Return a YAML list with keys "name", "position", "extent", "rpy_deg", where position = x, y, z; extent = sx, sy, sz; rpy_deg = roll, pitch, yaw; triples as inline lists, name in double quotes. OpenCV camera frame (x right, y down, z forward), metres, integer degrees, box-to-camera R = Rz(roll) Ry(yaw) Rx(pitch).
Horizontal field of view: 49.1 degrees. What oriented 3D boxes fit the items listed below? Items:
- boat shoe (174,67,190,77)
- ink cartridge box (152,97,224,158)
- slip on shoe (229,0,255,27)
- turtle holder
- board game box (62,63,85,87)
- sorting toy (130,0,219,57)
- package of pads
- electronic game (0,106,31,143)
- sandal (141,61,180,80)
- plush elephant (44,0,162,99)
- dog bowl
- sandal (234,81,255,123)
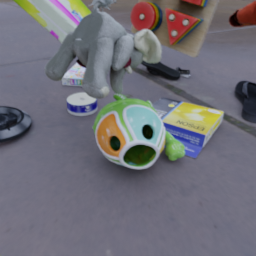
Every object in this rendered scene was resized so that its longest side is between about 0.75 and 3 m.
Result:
- name: "boat shoe"
  position: [2.209, -2.479, 12.225]
  extent: [1.065, 0.353, 0.372]
  rpy_deg: [21, 37, 31]
- name: "ink cartridge box"
  position: [1.429, -0.152, 8.263]
  extent: [2.122, 0.505, 2.147]
  rpy_deg: [19, 34, 27]
- name: "slip on shoe"
  position: [2.701, -2.518, 6.280]
  extent: [0.446, 0.540, 1.459]
  rpy_deg: [-18, 13, 0]
- name: "turtle holder"
  position: [0.207, 0.310, 6.698]
  extent: [1.594, 2.097, 1.489]
  rpy_deg: [-37, 37, 10]
- name: "board game box"
  position: [-1.822, -2.302, 11.932]
  extent: [1.338, 0.341, 1.990]
  rpy_deg: [5, 31, 8]
- name: "sorting toy"
  position: [1.441, -4.152, 9.429]
  extent: [2.787, 2.770, 0.970]
  rpy_deg: [29, 30, 22]
- name: "package of pads"
  position: [-2.203, -3.598, 7.938]
  extent: [0.784, 2.300, 1.777]
  rpy_deg: [-36, 25, 30]
- name: "electronic game"
  position: [-3.909, -0.108, 8.200]
  extent: [2.056, 0.428, 2.056]
  rpy_deg: [4, 29, -2]
- name: "sandal"
  position: [1.284, -2.528, 12.282]
  extent: [2.133, 0.510, 0.802]
  rpy_deg: [36, 44, 27]
- name: "plush elephant"
  position: [-0.371, -1.559, 6.018]
  extent: [1.860, 2.259, 1.749]
  rpy_deg: [16, -6, 39]
- name: "dog bowl"
  position: [-1.538, -0.804, 9.403]
  extent: [1.011, 0.398, 1.011]
  rpy_deg: [0, 31, 0]
- name: "sandal"
  position: [4.359, -1.083, 9.669]
  extent: [1.053, 0.593, 2.771]
  rpy_deg: [6, 32, 9]
